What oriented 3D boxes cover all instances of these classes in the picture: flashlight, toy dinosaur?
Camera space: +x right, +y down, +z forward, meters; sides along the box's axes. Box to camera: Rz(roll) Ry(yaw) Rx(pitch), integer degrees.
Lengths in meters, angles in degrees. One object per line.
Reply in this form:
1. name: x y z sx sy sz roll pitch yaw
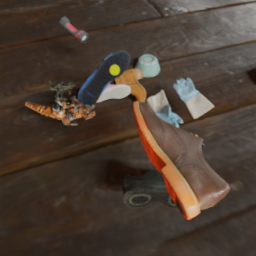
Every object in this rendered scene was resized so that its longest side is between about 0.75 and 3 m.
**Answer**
1. flashlight: -1.713 -3.121 8.840 1.013 0.344 0.343 43 71 9
2. toy dinosaur: -1.482 -0.520 6.312 1.473 1.000 0.752 -6 19 -37

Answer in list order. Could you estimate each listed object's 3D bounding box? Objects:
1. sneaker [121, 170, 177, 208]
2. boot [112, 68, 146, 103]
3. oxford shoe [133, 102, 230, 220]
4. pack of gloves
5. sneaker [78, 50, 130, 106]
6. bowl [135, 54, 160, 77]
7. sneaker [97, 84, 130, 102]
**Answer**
1. sneaker: 0.670 1.249 6.042 1.738 0.660 0.789 9 33 -20
2. boot: 0.030 -1.141 8.419 0.949 1.222 0.469 -22 39 -22
3. oxford shoe: 0.767 0.330 4.735 0.857 0.838 2.350 -25 54 -4
4. pack of gloves: 1.335 -0.772 7.907 1.443 0.339 1.717 -34 43 9
5. sneaker: -0.661 -1.277 6.987 1.706 0.562 0.669 -49 26 2
6. bowl: 0.691 -2.264 9.923 0.909 0.476 0.909 0 48 0
7. sneaker: -0.540 -1.098 7.860 1.141 0.430 0.597 -15 46 -17
